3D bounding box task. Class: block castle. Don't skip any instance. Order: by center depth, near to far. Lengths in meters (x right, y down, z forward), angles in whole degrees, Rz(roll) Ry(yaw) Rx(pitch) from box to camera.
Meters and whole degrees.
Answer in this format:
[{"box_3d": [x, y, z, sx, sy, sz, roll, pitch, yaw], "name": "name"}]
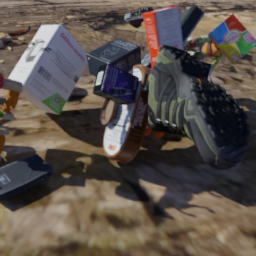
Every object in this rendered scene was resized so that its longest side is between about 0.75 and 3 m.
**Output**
[{"box_3d": [-3.586, -0.373, 6.746, 1.513, 2.264, 1.062, 29, 12, 39], "name": "block castle"}]

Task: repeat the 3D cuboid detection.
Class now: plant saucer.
[{"box_3d": [-0.484, -0.462, 7.128, 0.137, 0.796, 0.796, 12, 24, -25], "name": "plant saucer"}]

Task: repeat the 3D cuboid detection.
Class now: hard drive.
[{"box_3d": [-2.462, 1.103, 6.305, 1.332, 0.282, 0.899, -25, 39, -36], "name": "hard drive"}, {"box_3d": [0.893, -2.148, 8.413, 0.471, 2.864, 1.999, 36, -9, -15], "name": "hard drive"}]

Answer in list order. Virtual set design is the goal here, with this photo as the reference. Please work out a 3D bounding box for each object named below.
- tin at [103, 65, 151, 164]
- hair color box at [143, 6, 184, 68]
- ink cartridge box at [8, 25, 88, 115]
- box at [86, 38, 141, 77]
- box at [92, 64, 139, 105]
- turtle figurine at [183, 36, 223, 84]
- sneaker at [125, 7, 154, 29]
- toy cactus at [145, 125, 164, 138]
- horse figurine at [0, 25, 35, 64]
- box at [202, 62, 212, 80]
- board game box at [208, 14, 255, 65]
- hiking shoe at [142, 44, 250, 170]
[{"box_3d": [0.009, -0.358, 6.844, 0.510, 2.434, 1.363, 17, -3, -24], "name": "tin"}, {"box_3d": [0.881, -2.009, 6.632, 0.758, 1.493, 0.457, -24, 26, -25], "name": "hair color box"}, {"box_3d": [-2.421, -1.806, 8.775, 0.944, 1.636, 2.248, 13, 70, 34], "name": "ink cartridge box"}, {"box_3d": [-0.354, -1.795, 7.459, 0.877, 0.633, 1.182, 31, 52, 33], "name": "box"}, {"box_3d": [-0.269, -0.949, 6.275, 0.881, 0.652, 0.459, 17, -10, -32], "name": "box"}, {"box_3d": [2.415, -2.414, 9.374, 1.367, 1.900, 1.842, 22, 3, -38], "name": "turtle figurine"}, {"box_3d": [0.495, -3.910, 10.062, 1.121, 0.648, 0.424, 1, 70, 25], "name": "sneaker"}, {"box_3d": [0.669, -0.838, 8.082, 1.377, 2.694, 2.223, 34, -3, -20], "name": "toy cactus"}, {"box_3d": [-2.778, -1.817, 6.145, 1.044, 0.393, 1.575, 11, 43, 17], "name": "horse figurine"}, {"box_3d": [1.695, -0.843, 7.236, 0.467, 1.554, 0.906, 17, -1, 13], "name": "box"}, {"box_3d": [3.059, -2.591, 8.195, 0.885, 1.157, 0.233, -40, -3, 5], "name": "board game box"}, {"box_3d": [1.045, -0.245, 5.032, 1.060, 1.409, 2.800, 7, 43, -25], "name": "hiking shoe"}]
